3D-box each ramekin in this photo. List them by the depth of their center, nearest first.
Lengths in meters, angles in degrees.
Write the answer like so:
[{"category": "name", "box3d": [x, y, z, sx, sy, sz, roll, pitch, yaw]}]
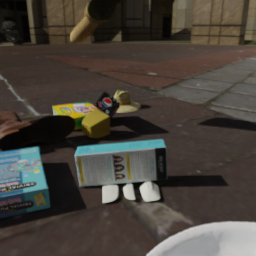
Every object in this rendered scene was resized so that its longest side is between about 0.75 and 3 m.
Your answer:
[{"category": "ramekin", "box3d": [1.304, 2.321, 2.322, 2.938, 1.432, 2.938, 0, 21, 0]}]

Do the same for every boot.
[{"category": "boot", "box3d": [-1.218, -3.264, 8.778, 2.102, 0.695, 1.841, -26, 22, 46]}, {"category": "boot", "box3d": [-3.548, -0.160, 9.653, 2.610, 0.899, 2.800, -15, 21, -34]}]

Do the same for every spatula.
[{"category": "spatula", "box3d": [0.028, 1.261, 6.914, 1.297, 0.150, 1.865, -6, 21, -1]}]

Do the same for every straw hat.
[{"category": "straw hat", "box3d": [-0.280, -1.300, 12.622, 1.792, 0.759, 1.792, 1, 21, 0]}]

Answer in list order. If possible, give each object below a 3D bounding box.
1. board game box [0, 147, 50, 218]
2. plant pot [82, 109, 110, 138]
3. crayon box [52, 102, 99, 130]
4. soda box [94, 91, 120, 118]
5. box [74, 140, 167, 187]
[{"category": "board game box", "box3d": [-2.798, 1.204, 6.465, 1.661, 0.516, 2.200, -8, 23, -19]}, {"category": "plant pot", "box3d": [-1.139, -0.073, 9.442, 0.740, 0.736, 0.757, 28, 42, 34]}, {"category": "crayon box", "box3d": [-1.978, -0.494, 10.850, 1.522, 0.514, 1.764, -10, 23, -24]}, {"category": "soda box", "box3d": [-0.739, -0.809, 10.319, 0.685, 0.613, 1.936, 37, -2, -1]}, {"category": "box", "box3d": [-0.149, 0.830, 6.682, 2.096, 0.863, 0.515, -5, 20, 0]}]
